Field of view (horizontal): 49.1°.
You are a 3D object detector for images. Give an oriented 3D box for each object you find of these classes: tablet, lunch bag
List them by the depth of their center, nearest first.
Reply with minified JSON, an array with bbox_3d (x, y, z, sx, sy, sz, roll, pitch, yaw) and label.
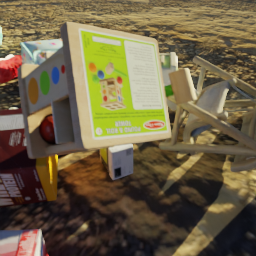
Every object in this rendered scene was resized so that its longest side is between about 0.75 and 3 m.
[{"bbox_3d":[1.533,-1.063,8.738,1.014,1.559,0.106,-32,58,20],"label":"tablet"},{"bbox_3d":[-2.866,-2.487,11.060,2.113,1.513,2.481,-16,42,-30],"label":"lunch bag"}]

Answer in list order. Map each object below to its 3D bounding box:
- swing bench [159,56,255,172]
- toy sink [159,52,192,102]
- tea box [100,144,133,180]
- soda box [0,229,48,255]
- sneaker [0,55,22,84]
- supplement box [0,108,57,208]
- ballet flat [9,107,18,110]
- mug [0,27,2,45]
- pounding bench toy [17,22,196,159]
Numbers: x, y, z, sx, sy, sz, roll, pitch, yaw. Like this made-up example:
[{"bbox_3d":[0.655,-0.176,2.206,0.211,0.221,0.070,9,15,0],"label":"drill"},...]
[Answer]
[{"bbox_3d":[2.750,-0.435,7.829,2.878,1.867,2.863,17,38,19],"label":"swing bench"},{"bbox_3d":[1.148,-1.914,10.321,2.473,1.385,1.612,4,35,6],"label":"toy sink"},{"bbox_3d":[-0.311,0.647,7.046,0.592,0.886,0.872,-16,38,-22],"label":"tea box"},{"bbox_3d":[-2.741,2.318,4.583,2.639,0.924,0.837,-1,35,-2],"label":"soda box"},{"bbox_3d":[-4.601,-2.533,11.684,1.347,0.913,2.331,-1,36,1],"label":"sneaker"},{"bbox_3d":[-2.702,0.650,6.425,1.923,1.277,1.897,-6,45,-7],"label":"supplement box"},{"bbox_3d":[-2.756,-0.230,7.710,2.522,0.898,0.872,-16,9,12],"label":"ballet flat"},{"bbox_3d":[-7.242,-4.865,13.820,1.464,2.367,1.945,-19,-2,-43],"label":"mug"},{"bbox_3d":[-0.360,-0.529,5.680,2.962,1.840,2.310,-5,-5,-40],"label":"pounding bench toy"}]
